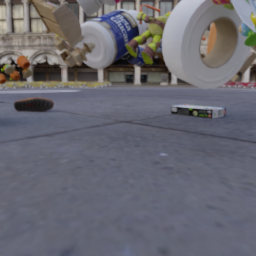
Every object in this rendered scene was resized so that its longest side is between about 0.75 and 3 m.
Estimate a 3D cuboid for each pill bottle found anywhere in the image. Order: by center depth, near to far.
[{"bbox_3d":[-0.177,-2.762,4.806,1.745,0.989,0.989,-29,6,10],"label":"pill bottle"},{"bbox_3d":[-0.472,-3.247,9.827,1.519,1.519,2.734,7,35,32],"label":"pill bottle"},{"bbox_3d":[0.170,-3.068,11.554,1.382,0.773,0.773,12,0,-43],"label":"pill bottle"}]

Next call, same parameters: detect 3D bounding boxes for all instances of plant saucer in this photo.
[{"bbox_3d":[3.678,-3.247,10.714,0.477,2.957,2.957,2,10,-7],"label":"plant saucer"}]

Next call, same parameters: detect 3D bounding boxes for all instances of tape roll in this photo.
[{"bbox_3d":[1.947,-2.100,6.755,2.231,2.231,0.780,-5,26,-27],"label":"tape roll"}]

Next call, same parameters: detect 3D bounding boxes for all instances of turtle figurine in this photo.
[{"bbox_3d":[-1.916,-2.711,8.083,0.244,0.757,0.610,-28,28,51],"label":"turtle figurine"},{"bbox_3d":[1.019,-2.969,8.815,2.500,2.016,0.805,35,-13,13],"label":"turtle figurine"}]

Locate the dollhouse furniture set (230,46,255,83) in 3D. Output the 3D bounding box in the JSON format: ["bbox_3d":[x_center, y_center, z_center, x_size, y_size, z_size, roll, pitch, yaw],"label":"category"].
[{"bbox_3d":[3.381,-2.438,8.886,0.881,1.990,1.031,14,28,-41],"label":"dollhouse furniture set"}]

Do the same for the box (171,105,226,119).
[{"bbox_3d":[3.197,-0.784,12.903,1.200,0.379,2.181,-10,14,-43],"label":"box"}]

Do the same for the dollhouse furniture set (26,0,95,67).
[{"bbox_3d":[-1.472,-2.840,7.035,1.216,2.747,1.424,-42,51,-14],"label":"dollhouse furniture set"}]

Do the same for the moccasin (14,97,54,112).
[{"bbox_3d":[-4.756,-1.186,14.367,2.126,0.777,0.821,-7,16,18],"label":"moccasin"}]

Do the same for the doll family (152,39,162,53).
[{"bbox_3d":[1.908,-3.401,11.912,1.385,1.006,2.231,14,26,19],"label":"doll family"}]

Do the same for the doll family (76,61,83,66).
[{"bbox_3d":[-1.594,-3.095,11.974,1.668,0.752,1.035,-2,35,-11],"label":"doll family"}]

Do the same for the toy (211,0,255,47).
[{"bbox_3d":[1.974,-2.549,5.402,1.357,2.357,0.556,8,-32,-40],"label":"toy"}]

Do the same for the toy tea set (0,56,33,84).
[{"bbox_3d":[-3.508,-1.785,8.521,1.195,0.710,0.442,-29,64,-37],"label":"toy tea set"}]

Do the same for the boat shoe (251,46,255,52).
[{"bbox_3d":[4.521,-3.389,9.523,0.798,2.106,0.756,5,-26,-17],"label":"boat shoe"}]
